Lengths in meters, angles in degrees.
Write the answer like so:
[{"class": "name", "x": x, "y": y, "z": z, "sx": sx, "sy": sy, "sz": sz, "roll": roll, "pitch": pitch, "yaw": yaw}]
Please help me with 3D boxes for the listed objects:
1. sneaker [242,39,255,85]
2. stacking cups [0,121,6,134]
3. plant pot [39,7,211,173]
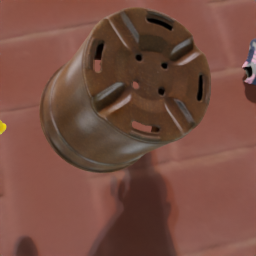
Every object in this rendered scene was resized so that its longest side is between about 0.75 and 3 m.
[{"class": "sneaker", "x": 3.748, "y": -2.024, "z": 8.436, "sx": 0.608, "sy": 0.520, "sz": 1.482, "roll": 0, "pitch": 74, "yaw": -3}, {"class": "stacking cups", "x": -3.423, "y": -0.869, "z": 5.759, "sx": 0.741, "sy": 0.741, "sz": 2.449, "roll": -20, "pitch": 120, "yaw": -5}, {"class": "plant pot", "x": -0.135, "y": -0.573, "z": 5.171, "sx": 2.728, "sy": 2.701, "sz": 2.728, "roll": 4, "pitch": 78, "yaw": -20}]
